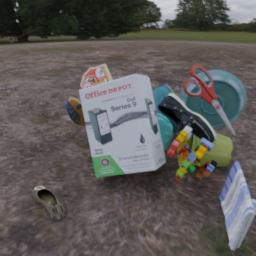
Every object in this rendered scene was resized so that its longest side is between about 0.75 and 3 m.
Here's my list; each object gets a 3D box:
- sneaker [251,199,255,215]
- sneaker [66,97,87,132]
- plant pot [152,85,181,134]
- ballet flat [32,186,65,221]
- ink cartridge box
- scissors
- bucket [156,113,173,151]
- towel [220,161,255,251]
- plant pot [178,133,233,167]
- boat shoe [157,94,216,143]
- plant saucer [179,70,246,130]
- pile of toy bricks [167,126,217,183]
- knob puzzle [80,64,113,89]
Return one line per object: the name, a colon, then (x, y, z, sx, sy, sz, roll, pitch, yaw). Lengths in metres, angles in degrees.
sneaker: (3.306, 2.232, 8.256, 1.123, 0.425, 0.433, 10, 22, 24)
sneaker: (-1.870, -0.514, 12.149, 0.827, 2.197, 0.968, -30, 29, 14)
plant pot: (1.030, -0.512, 12.437, 2.115, 2.251, 2.251, -20, 27, -6)
ballet flat: (-2.410, 2.160, 8.439, 0.590, 0.406, 1.750, -16, 29, -32)
ink cartridge box: (-0.198, -0.053, 9.230, 2.178, 2.984, 1.254, -12, 1, 24)
scissors: (2.749, -0.843, 8.719, 2.639, 0.965, 0.184, 37, -7, -18)
bucket: (0.699, 0.231, 10.290, 1.785, 1.785, 1.161, 9, 1, 19)
towel: (2.749, 1.943, 7.226, 0.228, 1.409, 1.918, 10, 32, 4)
plant pot: (2.872, 0.760, 10.361, 1.588, 1.727, 1.727, 10, 23, -5)
boat shoe: (1.804, -0.210, 9.038, 0.757, 0.853, 2.283, -31, 62, -17)
plant saucer: (3.000, -0.879, 10.017, 2.369, 2.369, 0.325, 3, 32, 8)
pile of toy bricks: (1.778, 1.061, 8.306, 1.318, 2.376, 1.173, 36, 78, 22)
knob puzzle: (-1.446, -2.102, 12.333, 1.561, 1.561, 0.216, 3, -16, 6)
